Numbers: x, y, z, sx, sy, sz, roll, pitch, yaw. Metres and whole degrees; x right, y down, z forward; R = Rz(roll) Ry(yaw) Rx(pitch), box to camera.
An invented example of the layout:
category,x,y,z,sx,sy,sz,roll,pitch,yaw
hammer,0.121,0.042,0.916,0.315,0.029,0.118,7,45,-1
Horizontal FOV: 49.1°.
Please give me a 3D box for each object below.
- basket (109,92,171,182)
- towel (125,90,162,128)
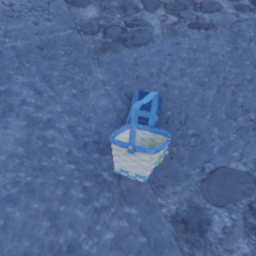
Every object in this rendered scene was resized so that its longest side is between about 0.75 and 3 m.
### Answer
category,x,y,z,sx,sy,sz,roll,pitch,yaw
basket,0.524,0.245,10.117,1.965,2.825,2.491,10,22,20
towel,0.687,-0.586,12.181,1.307,0.568,2.341,13,59,7
